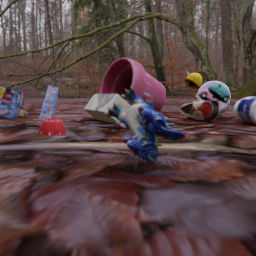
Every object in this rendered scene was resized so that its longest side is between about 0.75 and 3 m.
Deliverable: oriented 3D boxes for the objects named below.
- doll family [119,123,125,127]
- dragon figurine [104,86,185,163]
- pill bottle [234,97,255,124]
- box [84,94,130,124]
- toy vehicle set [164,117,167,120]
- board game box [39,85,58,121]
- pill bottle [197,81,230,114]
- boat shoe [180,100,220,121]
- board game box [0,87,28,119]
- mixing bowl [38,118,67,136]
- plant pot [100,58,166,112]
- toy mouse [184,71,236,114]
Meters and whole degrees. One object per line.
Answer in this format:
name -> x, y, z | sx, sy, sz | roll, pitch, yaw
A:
doll family -> 0.137, -0.208, 8.856 | 0.830, 0.374, 0.515 | -6, 10, -40
dragon figurine -> 0.385, 0.088, 4.242 | 1.137, 0.673, 2.286 | 52, 9, 29
pill bottle -> 4.429, -0.628, 9.925 | 0.940, 0.940, 1.693 | 0, 7, -3
box -> -0.832, -0.757, 10.509 | 0.708, 0.851, 2.071 | 40, -14, -27
toy vehicle set -> 0.993, -0.311, 10.492 | 0.666, 0.142, 1.072 | 5, 9, 25
board game box -> -2.496, -0.569, 8.800 | 0.339, 1.099, 1.100 | 14, -29, -10
pill bottle -> 3.887, -1.269, 12.760 | 1.362, 1.362, 2.453 | 2, -1, 16
boat shoe -> 2.780, -0.705, 10.958 | 0.710, 0.808, 2.271 | 4, 3, -13
board game box -> -4.890, -0.932, 11.952 | 1.351, 1.352, 0.417 | 12, 1, -30
mixing bowl -> -2.009, -0.037, 7.450 | 0.751, 0.407, 0.751 | -1, 8, 0
plant pot -> 0.311, -1.471, 11.849 | 2.164, 2.418, 2.418 | 15, -3, -36
toy mouse -> 3.180, -1.311, 10.510 | 2.238, 0.487, 2.518 | 33, -2, 12
